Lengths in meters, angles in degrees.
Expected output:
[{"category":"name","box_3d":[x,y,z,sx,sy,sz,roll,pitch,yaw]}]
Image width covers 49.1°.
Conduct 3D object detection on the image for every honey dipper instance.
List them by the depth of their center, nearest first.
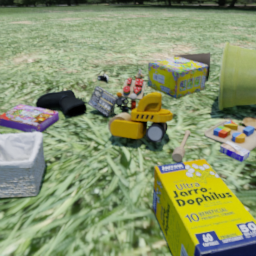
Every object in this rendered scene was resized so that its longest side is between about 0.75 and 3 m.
[{"category":"honey dipper","box_3d":[1.825,0.532,9.396,0.355,0.355,1.868,10,27,17]}]

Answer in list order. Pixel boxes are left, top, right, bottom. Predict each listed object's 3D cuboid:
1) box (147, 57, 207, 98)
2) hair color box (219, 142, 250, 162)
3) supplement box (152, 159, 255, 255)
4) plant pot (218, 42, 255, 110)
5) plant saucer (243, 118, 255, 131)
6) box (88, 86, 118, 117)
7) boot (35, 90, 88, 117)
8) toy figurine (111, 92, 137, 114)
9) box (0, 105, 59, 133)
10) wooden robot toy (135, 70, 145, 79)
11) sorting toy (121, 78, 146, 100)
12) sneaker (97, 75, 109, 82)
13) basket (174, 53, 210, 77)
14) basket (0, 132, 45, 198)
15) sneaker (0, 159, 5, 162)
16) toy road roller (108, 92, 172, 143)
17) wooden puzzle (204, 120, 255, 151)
[{"category":"box","box_3d":[2.443,-2.624,14.128,2.055,1.302,2.134,-19,34,-31]},{"category":"hair color box","box_3d":[3.424,0.757,9.027,0.437,0.259,0.800,-22,34,-34]},{"category":"supplement box","box_3d":[1.479,1.898,5.800,1.304,1.312,2.395,-7,29,-12]},{"category":"plant pot","box_3d":[5.128,-2.015,11.221,2.565,2.790,2.790,6,29,23]},{"category":"plant saucer","box_3d":[4.883,-0.099,10.678,0.989,0.175,0.989,0,29,0]},{"category":"box","box_3d":[-1.037,-1.087,11.480,1.072,0.864,0.263,31,16,17]},{"category":"boot","box_3d":[-2.770,-0.943,11.779,1.888,0.699,1.547,-19,40,-26]},{"category":"toy figurine","box_3d":[-0.243,-1.046,11.812,1.073,0.758,1.090,16,33,27]},{"category":"box","box_3d":[-3.894,-0.366,10.944,1.933,0.378,1.323,11,30,20]},{"category":"wooden robot toy","box_3d":[0.716,-2.941,15.851,0.462,0.449,1.019,33,25,-13]},{"category":"sorting toy","box_3d":[0.242,-1.897,13.263,1.017,0.354,1.010,10,61,11]},{"category":"sneaker","box_3d":[-1.397,-2.671,15.293,0.534,0.349,0.955,-11,22,-13]},{"category":"basket","box_3d":[3.611,-3.574,15.927,1.984,1.349,1.789,2,14,13]},{"category":"basket","box_3d":[-3.089,0.989,7.599,1.497,1.204,1.484,-3,29,-4]},{"category":"sneaker","box_3d":[-3.307,1.209,7.630,0.834,0.312,0.342,38,43,-16]},{"category":"toy road roller","box_3d":[0.450,-0.446,9.634,2.135,1.558,1.312,5,12,13]},{"category":"wooden puzzle","box_3d":[3.813,0.182,9.946,1.533,0.383,1.655,-22,36,-36]}]
